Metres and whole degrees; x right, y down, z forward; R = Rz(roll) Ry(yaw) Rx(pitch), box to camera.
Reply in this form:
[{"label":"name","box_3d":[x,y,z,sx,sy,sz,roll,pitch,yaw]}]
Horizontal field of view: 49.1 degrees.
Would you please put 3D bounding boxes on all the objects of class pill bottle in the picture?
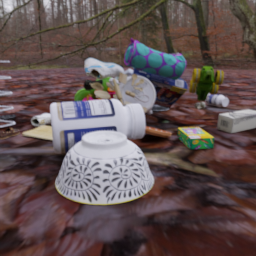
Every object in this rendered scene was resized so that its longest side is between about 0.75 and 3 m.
[{"label":"pill bottle","box_3d":[4.707,-1.435,14.784,0.635,0.635,1.143,-8,17,-26]},{"label":"pill bottle","box_3d":[-0.839,-0.081,7.707,2.450,1.361,1.361,-5,16,-14]}]

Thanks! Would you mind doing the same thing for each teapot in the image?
[{"label":"teapot","box_3d":[0.188,-1.195,10.503,1.553,1.574,1.149,-11,2,-15]}]

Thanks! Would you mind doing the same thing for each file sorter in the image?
[{"label":"file sorter","box_3d":[-5.512,-1.303,10.611,1.815,2.616,1.629,6,15,22]}]

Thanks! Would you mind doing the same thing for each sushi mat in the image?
[{"label":"sushi mat","box_3d":[-2.355,0.231,9.613,2.423,0.147,1.159,7,17,25]}]

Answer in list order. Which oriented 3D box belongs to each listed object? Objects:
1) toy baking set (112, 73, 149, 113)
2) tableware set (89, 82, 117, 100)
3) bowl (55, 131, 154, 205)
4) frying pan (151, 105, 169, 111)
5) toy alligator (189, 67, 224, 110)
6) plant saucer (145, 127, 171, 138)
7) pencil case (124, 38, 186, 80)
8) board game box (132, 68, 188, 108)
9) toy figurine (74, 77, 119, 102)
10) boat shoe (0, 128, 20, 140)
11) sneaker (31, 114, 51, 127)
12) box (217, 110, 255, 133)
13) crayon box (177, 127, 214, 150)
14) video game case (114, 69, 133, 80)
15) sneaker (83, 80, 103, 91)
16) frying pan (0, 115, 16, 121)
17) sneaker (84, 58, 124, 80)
[{"label":"toy baking set","box_3d":[0.121,-1.215,9.581,1.167,1.521,0.177,-12,-8,-18]},{"label":"tableware set","box_3d":[-0.798,-1.444,11.122,1.346,0.187,1.611,4,34,-26]},{"label":"bowl","box_3d":[-0.526,0.688,6.257,2.219,1.041,2.219,0,15,0]},{"label":"frying pan","box_3d":[0.796,-1.108,14.172,2.679,0.436,1.621,-1,14,-16]},{"label":"toy alligator","box_3d":[2.642,-1.485,9.879,0.951,0.689,2.869,6,-18,6]},{"label":"plant saucer","box_3d":[0.841,0.124,9.249,1.176,0.190,1.176,13,3,-1]},{"label":"pencil case","box_3d":[0.975,-2.462,10.203,2.143,0.990,0.912,12,6,-19]},{"label":"board game box","box_3d":[0.960,-1.602,11.881,2.305,0.711,2.303,12,-23,-14]},{"label":"toy figurine","box_3d":[-0.941,-0.948,11.635,2.199,1.651,2.024,-11,34,-19]},{"label":"boat shoe","box_3d":[-4.087,0.147,9.653,0.304,0.303,0.862,4,14,20]},{"label":"sneaker","box_3d":[-3.029,-0.269,10.835,1.503,0.554,0.869,-3,14,27]},{"label":"box","box_3d":[4.215,-0.264,10.549,1.733,0.593,0.712,-10,21,-32]},{"label":"crayon box","box_3d":[2.116,0.310,8.912,0.739,0.362,1.244,-2,15,-8]},{"label":"video game case","box_3d":[0.384,-2.053,12.658,1.724,0.197,1.569,16,-15,-26]},{"label":"sneaker","box_3d":[-1.465,-1.827,11.554,0.833,0.319,0.477,-16,-23,8]},{"label":"frying pan","box_3d":[-5.336,-0.409,11.915,0.677,0.182,1.119,12,21,39]},{"label":"sneaker","box_3d":[-0.925,-2.187,10.959,1.613,0.651,0.617,7,-24,-21]}]
